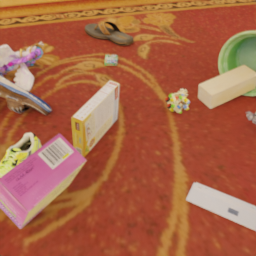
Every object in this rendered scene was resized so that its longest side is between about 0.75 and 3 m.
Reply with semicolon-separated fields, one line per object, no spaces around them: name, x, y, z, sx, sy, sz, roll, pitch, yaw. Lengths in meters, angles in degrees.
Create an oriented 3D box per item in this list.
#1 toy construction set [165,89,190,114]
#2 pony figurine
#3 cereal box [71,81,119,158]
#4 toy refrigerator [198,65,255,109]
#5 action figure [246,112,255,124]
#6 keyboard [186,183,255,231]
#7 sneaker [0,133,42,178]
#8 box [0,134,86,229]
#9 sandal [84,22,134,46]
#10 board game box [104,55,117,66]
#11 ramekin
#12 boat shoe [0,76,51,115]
toy construction set;1.751;-0.972;9.783;0.577;0.821;1.252;42;28;-16
pony figurine;-4.489;-2.535;10.947;2.231;1.858;2.154;-5;47;29
cereal box;-0.930;-0.295;8.438;0.410;1.492;2.074;22;45;16
toy refrigerator;3.618;-1.483;10.203;2.040;0.714;0.775;-24;47;-13
action figure;4.087;-0.218;8.228;1.388;0.482;0.903;19;29;-3
keyboard;2.606;2.013;6.908;2.276;0.121;0.641;20;50;22
sneaker;-3.123;1.033;7.392;0.879;0.891;2.332;10;42;11
box;-2.005;1.240;6.337;0.879;1.819;1.600;44;53;4
sandal;-0.974;-4.924;14.210;2.902;0.792;1.186;30;50;29
board game box;-0.761;-3.055;12.609;0.567;0.123;0.842;0;41;0
ramekin;4.669;-2.452;10.340;2.342;2.342;1.144;31;43;30
boat shoe;-3.755;-0.950;9.678;2.298;0.830;0.832;30;87;6
